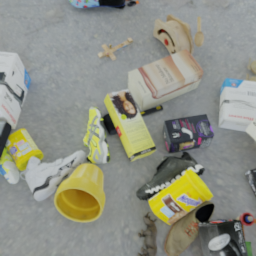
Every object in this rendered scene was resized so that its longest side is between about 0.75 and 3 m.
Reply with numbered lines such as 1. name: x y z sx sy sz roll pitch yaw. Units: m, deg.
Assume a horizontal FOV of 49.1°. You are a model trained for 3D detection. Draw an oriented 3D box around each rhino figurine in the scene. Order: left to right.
1. rhino figurine: 0.697 3.618 9.493 0.658 0.450 1.504 13 62 -18

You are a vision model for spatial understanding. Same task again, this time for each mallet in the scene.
1. mallet: 0.279 -0.351 11.433 2.564 0.528 0.845 -12 65 -10

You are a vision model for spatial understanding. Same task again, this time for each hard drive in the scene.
1. hard drive: -6.026 0.724 10.480 2.982 0.490 2.081 1 64 17

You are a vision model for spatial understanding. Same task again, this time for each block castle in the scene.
1. block castle: 4.395 3.956 8.949 1.544 1.084 2.310 3 67 1

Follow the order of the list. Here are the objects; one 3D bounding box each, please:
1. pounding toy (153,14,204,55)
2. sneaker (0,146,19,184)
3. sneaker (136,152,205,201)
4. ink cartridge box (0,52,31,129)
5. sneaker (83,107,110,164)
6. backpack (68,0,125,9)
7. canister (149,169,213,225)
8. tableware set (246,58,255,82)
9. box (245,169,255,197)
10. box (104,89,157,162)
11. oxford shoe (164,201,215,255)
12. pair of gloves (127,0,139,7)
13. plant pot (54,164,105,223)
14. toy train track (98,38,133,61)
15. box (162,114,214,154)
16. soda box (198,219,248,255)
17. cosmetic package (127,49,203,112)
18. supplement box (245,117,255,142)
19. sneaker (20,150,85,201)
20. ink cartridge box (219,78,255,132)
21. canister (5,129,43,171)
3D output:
1. pounding toy: 2.492 -4.089 12.707 1.601 1.595 2.790 -26 48 -13
2. sneaker: -4.822 1.460 10.476 1.025 0.739 1.952 -34 61 -2
3. sneaker: 1.374 1.689 10.237 2.687 0.893 1.216 -24 62 -13
4. ink cartridge box: -4.945 -1.452 11.155 1.065 1.828 2.528 6 65 3
5. sneaker: -1.326 0.237 10.880 0.927 0.915 2.426 -11 62 -3
6. backpack: -1.680 -7.339 13.909 2.946 1.982 2.689 -6 65 -1
7. canister: 1.735 2.342 9.329 1.794 1.333 0.777 -39 37 10
8. tableware set: 5.645 -2.280 12.418 1.018 0.308 1.539 18 71 -4
9. box: 5.605 2.097 10.187 2.079 0.517 1.640 -13 66 -7
10. box: 0.041 -0.131 10.813 1.017 0.677 2.702 -18 75 -27
11. oxford shoe: 2.061 3.315 9.408 0.817 0.868 2.320 39 72 12
12. pair of gloves: 0.139 -6.621 14.595 0.669 0.093 0.751 -26 70 -13
13. plant pot: -1.512 2.094 9.570 1.623 1.623 1.527 7 33 3
14. toy train track: -0.588 -3.802 13.137 1.846 0.300 1.059 -31 68 -14
15. box: 2.279 0.226 10.814 1.697 0.900 1.037 -9 59 -4
16. soda box: 3.007 4.340 8.372 0.948 1.059 2.993 -3 76 -22
17. cosmetic package: 1.509 -2.007 11.761 2.802 1.222 1.448 -25 67 -12
18. supplement box: 5.622 0.266 10.196 2.254 0.829 1.421 -2 43 -32
19. sneaker: -2.790 1.409 10.307 1.366 0.893 2.377 43 75 15
20. ink cartridge box: 4.549 -0.920 11.446 1.431 0.826 1.972 9 66 4
21. canister: -4.047 0.805 10.780 1.018 0.593 1.371 -34 68 -15
